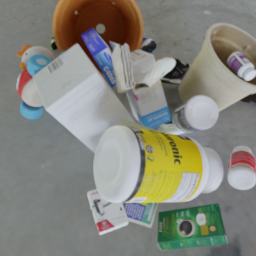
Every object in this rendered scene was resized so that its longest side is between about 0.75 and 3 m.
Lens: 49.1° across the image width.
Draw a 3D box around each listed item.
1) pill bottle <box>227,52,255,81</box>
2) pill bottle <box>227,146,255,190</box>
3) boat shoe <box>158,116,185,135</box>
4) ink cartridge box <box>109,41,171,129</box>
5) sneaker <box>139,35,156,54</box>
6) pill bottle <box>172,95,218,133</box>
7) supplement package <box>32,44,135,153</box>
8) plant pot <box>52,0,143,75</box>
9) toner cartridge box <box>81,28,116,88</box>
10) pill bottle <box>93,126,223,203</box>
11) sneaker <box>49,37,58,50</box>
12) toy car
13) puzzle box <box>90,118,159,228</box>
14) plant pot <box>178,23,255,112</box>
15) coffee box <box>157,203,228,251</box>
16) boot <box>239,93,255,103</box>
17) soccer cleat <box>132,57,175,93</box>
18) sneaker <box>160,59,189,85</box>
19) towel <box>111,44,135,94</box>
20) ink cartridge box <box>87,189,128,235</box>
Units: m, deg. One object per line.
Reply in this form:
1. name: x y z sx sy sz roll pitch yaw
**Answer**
1. pill bottle: 2.985 -1.606 7.342 0.438 0.438 0.780 -15 54 -12
2. pill bottle: 2.714 0.909 6.687 0.606 0.606 1.079 16 35 13
3. boat shoe: 1.892 -0.208 9.332 1.918 0.595 0.691 -21 53 -17
4. ink cartridge box: 0.370 -1.469 8.708 0.913 2.691 1.549 -22 25 -6
5. sneaker: 0.470 -3.095 10.622 0.842 2.225 0.857 -34 100 -1
6. pill bottle: 1.864 -0.340 8.162 0.939 1.650 0.939 0 85 -6
7. supplement package: -1.166 -0.707 8.112 1.598 2.636 1.579 -36 50 1
8. plant pot: -1.003 -3.501 9.978 2.932 2.932 2.052 -2 20 -2
9. toner cartridge box: -0.825 -2.253 8.736 0.516 1.136 2.391 -32 36 2
10. pill bottle: 0.787 0.896 6.402 2.846 1.584 1.584 10 43 -33
11. sneaker: -2.660 -3.589 12.305 1.557 0.558 0.645 4 75 4
12. toy car: -3.008 -1.923 9.280 2.065 2.152 2.334 -24 63 -42
13. puzzle box: 0.163 1.165 7.417 1.661 0.317 2.497 20 77 -6
14. plant pot: 2.793 -1.544 8.704 2.407 2.203 2.407 13 56 -20
15. coffee box: 1.425 2.277 6.453 1.493 0.328 0.918 -14 30 15
16. boot: 5.225 -1.518 10.455 1.920 0.662 2.060 26 51 18
17. soccer cleat: 0.646 -1.332 7.211 1.335 0.463 0.518 -25 51 31
18. sneaker: 1.463 -2.060 10.082 2.071 0.907 0.784 -3 12 -45
19. towel: -0.159 -1.353 6.627 0.263 1.527 1.012 -9 93 -9
20. ink cartridge box: -0.490 1.898 6.605 0.718 0.406 0.979 -17 64 -14
